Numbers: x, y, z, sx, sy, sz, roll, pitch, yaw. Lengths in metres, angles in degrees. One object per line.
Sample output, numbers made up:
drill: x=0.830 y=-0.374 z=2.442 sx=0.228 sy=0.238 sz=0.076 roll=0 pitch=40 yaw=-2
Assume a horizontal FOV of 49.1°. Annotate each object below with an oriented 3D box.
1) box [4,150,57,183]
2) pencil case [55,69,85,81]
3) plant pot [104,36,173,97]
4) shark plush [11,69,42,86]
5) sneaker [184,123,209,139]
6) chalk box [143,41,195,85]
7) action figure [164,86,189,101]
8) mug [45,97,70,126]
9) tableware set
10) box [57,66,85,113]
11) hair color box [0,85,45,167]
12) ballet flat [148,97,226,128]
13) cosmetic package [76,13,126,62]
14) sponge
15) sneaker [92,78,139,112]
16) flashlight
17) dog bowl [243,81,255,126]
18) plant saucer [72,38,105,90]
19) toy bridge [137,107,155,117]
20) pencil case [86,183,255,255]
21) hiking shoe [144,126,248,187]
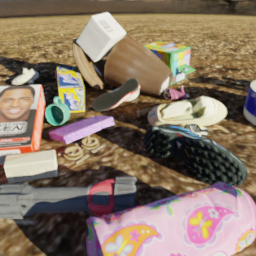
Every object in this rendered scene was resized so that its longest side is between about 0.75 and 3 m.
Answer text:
box: x=-2.438 y=0.971 z=7.103 sx=1.200 sy=0.570 sz=0.467 roll=-5 pitch=30 yaw=-13
pencil case: x=-2.579 y=-2.611 z=13.557 sx=1.873 sy=0.810 sz=0.775 roll=-22 pitch=5 yaw=-29
plant pot: x=0.608 y=-2.390 z=12.126 sx=2.436 sy=2.277 sz=2.277 roll=31 pitch=38 yaw=18
shark plush: x=-4.940 y=-2.602 z=13.871 sx=0.799 sy=0.872 sz=1.919 roll=-23 pitch=24 yaw=24
sneaker: x=2.029 y=0.061 z=8.734 sx=1.123 sy=0.439 sz=0.507 roll=17 pitch=11 yaw=-44
chalk box: x=2.011 y=-3.206 z=13.902 sx=2.604 sy=1.614 sz=1.625 roll=23 pitch=36 yaw=37
action figure: x=2.099 y=-1.326 z=11.723 sx=1.033 sy=0.692 sz=0.769 roll=5 pitch=-17 yaw=-16
mug: x=-2.359 y=-0.563 z=9.674 sx=0.739 sy=0.900 sz=0.556 roll=40 pitch=25 yaw=1
tableware set: x=-1.371 y=0.549 z=8.237 sx=0.814 sy=0.247 sz=1.232 roll=19 pitch=33 yaw=32
box: x=-2.414 y=-1.670 z=11.545 sx=0.964 sy=1.050 sz=2.998 roll=-5 pitch=28 yaw=-14
hair color box: x=-3.285 y=-0.154 z=8.238 sx=1.362 sy=0.822 sz=2.684 roll=-4 pitch=44 yaw=-7
ballet flat: x=2.121 y=-0.561 z=9.337 sx=2.942 sy=1.022 sz=1.022 roll=-11 pitch=29 yaw=-14
cosmetic package: x=-1.127 y=-3.741 z=11.577 sx=1.178 sy=1.430 sz=1.180 roll=49 pitch=42 yaw=-1
sponge: x=-1.465 y=0.012 z=8.927 sx=1.863 sy=0.278 sz=1.039 roll=-24 pitch=21 yaw=-39
sneaker: x=-0.419 y=-1.154 z=11.115 sx=2.013 sy=0.672 sz=1.079 roll=-32 pitch=-11 yaw=-2
flashlight: x=-1.209 y=1.509 z=5.821 sx=2.814 sy=0.953 sz=0.956 roll=-3 pitch=24 yaw=6
dog bowl: x=5.668 y=-0.813 z=9.893 sx=2.840 sy=1.118 sz=2.840 roll=0 pitch=28 yaw=0
plant saucer: x=-1.640 y=-2.897 z=12.546 sx=0.364 sy=2.474 sz=2.474 roll=-21 pitch=22 yaw=19
toy bridge: x=0.998 y=-0.626 z=10.294 sx=1.373 sy=0.187 sz=0.462 roll=-7 pitch=21 yaw=6
pencil case: x=0.774 y=1.807 z=4.855 sx=2.925 sy=1.279 sz=1.279 roll=-11 pitch=30 yaw=-20
hiking shoe: x=1.834 y=0.537 z=7.424 sx=2.833 sy=1.054 sz=1.228 roll=26 pitch=29 yaw=31
